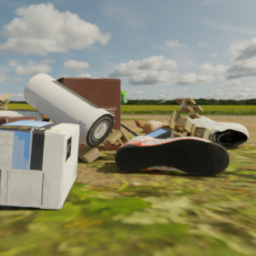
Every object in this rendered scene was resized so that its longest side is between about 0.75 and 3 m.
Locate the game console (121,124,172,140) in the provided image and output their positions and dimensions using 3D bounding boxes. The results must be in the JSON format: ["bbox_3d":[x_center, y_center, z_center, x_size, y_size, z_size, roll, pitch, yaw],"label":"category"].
[{"bbox_3d":[0.617,0.007,10.570,1.632,1.131,1.912,-24,7,-5],"label":"game console"}]

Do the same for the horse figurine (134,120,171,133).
[{"bbox_3d":[1.642,-0.079,15.451,2.822,0.704,1.870,1,4,12],"label":"horse figurine"}]

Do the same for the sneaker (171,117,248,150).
[{"bbox_3d":[2.861,0.134,10.054,2.814,1.062,1.619,4,3,17],"label":"sneaker"}]

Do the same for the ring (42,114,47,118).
[{"bbox_3d":[-3.584,-0.535,11.736,1.036,0.099,1.036,2,9,0],"label":"ring"}]

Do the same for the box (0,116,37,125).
[{"bbox_3d":[-3.019,0.338,6.386,1.464,1.202,1.214,1,4,11],"label":"box"}]

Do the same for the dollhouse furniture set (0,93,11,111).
[{"bbox_3d":[-4.060,-0.594,8.128,1.036,0.952,0.674,23,35,1],"label":"dollhouse furniture set"}]

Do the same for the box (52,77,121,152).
[{"bbox_3d":[-1.470,-0.470,9.601,1.944,2.344,1.924,-1,4,-25],"label":"box"}]

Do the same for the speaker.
[{"bbox_3d":[-1.651,-0.509,7.522,2.524,1.025,1.025,32,19,26],"label":"speaker"}]

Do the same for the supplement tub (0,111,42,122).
[{"bbox_3d":[-3.428,0.178,7.824,1.974,1.303,1.303,0,4,-16],"label":"supplement tub"}]

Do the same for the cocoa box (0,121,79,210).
[{"bbox_3d":[-1.454,0.489,4.530,1.083,1.101,1.651,5,5,-4],"label":"cocoa box"}]

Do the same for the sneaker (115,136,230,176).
[{"bbox_3d":[0.960,0.544,6.316,2.373,0.792,1.272,-2,6,10],"label":"sneaker"}]

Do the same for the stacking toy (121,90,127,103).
[{"bbox_3d":[-0.896,-0.466,11.149,1.661,2.203,0.518,8,1,40],"label":"stacking toy"}]

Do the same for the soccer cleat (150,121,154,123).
[{"bbox_3d":[1.541,-0.116,16.630,0.543,0.608,1.566,-1,5,-15],"label":"soccer cleat"}]

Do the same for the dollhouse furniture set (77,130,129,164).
[{"bbox_3d":[-0.549,0.756,7.525,1.145,0.933,1.089,-39,20,-19],"label":"dollhouse furniture set"}]

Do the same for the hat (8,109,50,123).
[{"bbox_3d":[-4.295,-0.126,12.412,2.912,1.175,2.912,9,6,-1],"label":"hat"}]

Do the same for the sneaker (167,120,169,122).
[{"bbox_3d":[2.924,-0.222,17.281,0.654,0.718,1.751,3,5,37],"label":"sneaker"}]

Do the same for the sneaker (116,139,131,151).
[{"bbox_3d":[0.234,0.574,8.028,1.311,0.506,0.478,3,4,22],"label":"sneaker"}]

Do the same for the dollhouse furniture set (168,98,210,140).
[{"bbox_3d":[1.721,0.036,9.158,1.137,1.501,1.712,6,-19,44],"label":"dollhouse furniture set"}]
